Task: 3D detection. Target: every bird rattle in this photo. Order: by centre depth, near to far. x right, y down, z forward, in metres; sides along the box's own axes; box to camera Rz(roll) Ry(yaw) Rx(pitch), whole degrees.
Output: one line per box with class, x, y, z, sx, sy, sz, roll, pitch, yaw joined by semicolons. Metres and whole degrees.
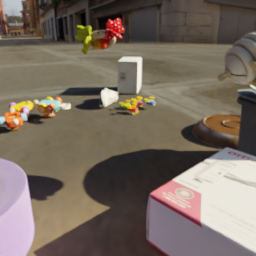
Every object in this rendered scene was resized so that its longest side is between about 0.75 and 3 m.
bird rattle;-0.672;-2.238;6.897;1.174;0.662;0.957;-19;-9;-2

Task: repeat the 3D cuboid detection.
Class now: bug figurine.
bug figurine;0.425;-1.059;12.975;1.653;0.425;1.282;-22;24;-35

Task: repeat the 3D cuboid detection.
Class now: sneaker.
sneaker;-0.949;-1.474;13.730;0.786;0.728;1.938;10;23;3

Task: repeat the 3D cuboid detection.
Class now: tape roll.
tape roll;-3.226;1.686;5.035;2.818;1.197;2.818;-1;22;0

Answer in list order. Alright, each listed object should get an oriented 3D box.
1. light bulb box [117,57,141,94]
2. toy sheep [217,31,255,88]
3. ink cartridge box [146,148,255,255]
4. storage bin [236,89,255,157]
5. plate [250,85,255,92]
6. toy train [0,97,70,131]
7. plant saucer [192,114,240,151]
light bulb box;0.102;-3.034;16.024;1.144;1.818;1.834;4;21;7
toy sheep;2.862;-1.522;6.302;1.896;1.307;1.307;-25;27;-9
ink cartridge box;2.037;1.559;5.357;2.830;1.171;2.073;-20;29;-41
storage bin;4.478;0.212;7.607;2.177;2.009;2.991;-8;24;-25
plate;4.519;-0.798;7.019;2.785;0.356;2.785;2;20;-1
toy train;-3.763;-0.504;11.260;2.713;0.754;2.038;-15;29;-28
plant saucer;3.797;0.036;10.222;2.834;0.455;2.834;1;23;0
